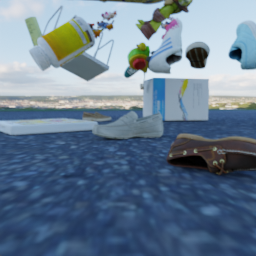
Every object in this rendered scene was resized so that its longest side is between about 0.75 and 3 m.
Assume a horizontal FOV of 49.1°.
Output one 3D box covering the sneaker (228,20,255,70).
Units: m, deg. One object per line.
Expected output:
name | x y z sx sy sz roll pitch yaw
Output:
sneaker | 3.586 -2.626 8.778 1.003 0.904 2.447 -11 38 11

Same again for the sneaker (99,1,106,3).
sneaker | -0.410 -3.483 6.505 0.947 1.000 2.475 -33 44 -9

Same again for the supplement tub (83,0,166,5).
supplement tub | -0.039 -2.828 4.109 1.855 1.855 2.551 5 19 44

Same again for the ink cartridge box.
ink cartridge box | 2.124 -1.280 12.833 2.589 1.873 1.906 -1 5 -10

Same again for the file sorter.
file sorter | -1.998 -3.187 10.839 2.458 1.531 1.706 26 -22 -31

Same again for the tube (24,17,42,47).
tube | -2.733 -2.624 8.535 0.371 1.428 0.414 -20 9 -16

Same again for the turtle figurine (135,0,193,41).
turtle figurine | 1.149 -3.213 7.089 0.822 2.551 2.057 36 -59 -27

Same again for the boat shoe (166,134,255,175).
boat shoe | 0.922 0.322 2.951 1.096 0.386 0.385 1 42 42

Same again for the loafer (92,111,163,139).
loafer | 0.018 -0.069 6.051 1.658 0.579 0.580 -3 5 -30

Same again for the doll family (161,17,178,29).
doll family | 1.741 -4.146 11.473 0.605 0.439 0.974 32 58 13

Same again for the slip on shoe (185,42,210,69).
slip on shoe | 2.586 -2.786 10.237 0.864 0.689 2.273 8 -3 19

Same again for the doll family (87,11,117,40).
doll family | -0.949 -3.591 9.945 1.447 0.652 0.898 -31 36 -12

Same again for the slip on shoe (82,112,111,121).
slip on shoe | -1.411 -0.513 12.572 1.332 0.404 0.506 1 5 17

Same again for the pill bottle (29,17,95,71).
pill bottle | -1.907 -2.381 8.087 1.773 0.969 0.969 -36 15 -14

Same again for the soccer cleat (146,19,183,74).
soccer cleat | 1.617 -2.883 10.117 1.076 2.491 0.870 20 -22 25

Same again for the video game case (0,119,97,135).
video game case | -2.421 -0.074 8.029 2.346 0.268 2.135 -3 6 -37

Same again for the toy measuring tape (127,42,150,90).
toy measuring tape | 0.361 -2.487 11.554 0.907 0.907 2.466 0 -34 -5

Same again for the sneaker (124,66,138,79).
sneaker | 0.337 -2.927 13.582 1.459 0.521 0.583 -40 13 17
